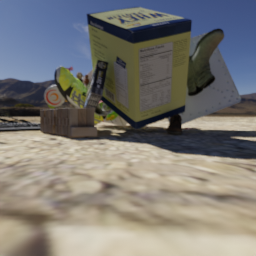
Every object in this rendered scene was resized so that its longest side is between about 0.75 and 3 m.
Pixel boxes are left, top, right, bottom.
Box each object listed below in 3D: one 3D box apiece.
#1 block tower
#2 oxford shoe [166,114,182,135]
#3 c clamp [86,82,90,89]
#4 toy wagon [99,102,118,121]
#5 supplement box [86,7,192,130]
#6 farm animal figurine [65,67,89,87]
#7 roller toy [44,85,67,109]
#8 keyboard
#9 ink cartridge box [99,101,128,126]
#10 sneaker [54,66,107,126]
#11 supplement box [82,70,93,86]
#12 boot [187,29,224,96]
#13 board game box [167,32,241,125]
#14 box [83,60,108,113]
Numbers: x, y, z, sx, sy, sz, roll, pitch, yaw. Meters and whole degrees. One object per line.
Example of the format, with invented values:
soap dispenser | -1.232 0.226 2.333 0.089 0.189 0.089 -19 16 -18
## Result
block tower | -1.744 -0.191 7.791 0.700 0.749 2.592 -2 5 -34
oxford shoe | 1.290 -0.116 7.771 0.430 0.500 1.184 4 17 5
c clamp | -0.911 -1.732 10.958 0.254 1.876 1.602 38 -13 21
toy wagon | -0.566 -0.872 11.414 1.574 0.401 2.028 -28 33 25
supplement box | 0.247 -1.959 8.546 1.855 2.761 2.764 -20 37 -25
farm animal figurine | -2.270 -2.048 11.608 1.408 1.137 0.708 28 -32 0
roller toy | -3.151 -1.412 12.225 0.973 0.888 0.680 -23 16 7
keyboard | -3.878 -0.168 9.354 2.738 0.543 1.425 -1 3 -36
ink cartridge box | -0.352 -0.933 13.111 1.652 0.933 2.251 -32 23 -25
sneaker | -1.534 -1.114 9.380 0.890 2.329 0.878 -20 29 30
supplement box | -0.666 -2.489 13.019 1.815 1.059 2.879 -17 -9 -46
boot | 2.579 -2.065 9.211 0.703 1.356 2.076 5 -37 -34
board game box | 2.310 -1.785 10.363 2.890 2.890 0.374 -21 -7 -9
box | -0.982 -1.039 8.131 0.363 1.192 1.479 14 -30 -14
